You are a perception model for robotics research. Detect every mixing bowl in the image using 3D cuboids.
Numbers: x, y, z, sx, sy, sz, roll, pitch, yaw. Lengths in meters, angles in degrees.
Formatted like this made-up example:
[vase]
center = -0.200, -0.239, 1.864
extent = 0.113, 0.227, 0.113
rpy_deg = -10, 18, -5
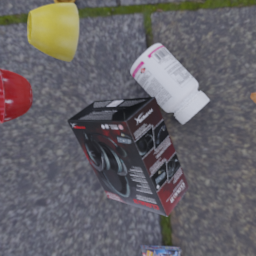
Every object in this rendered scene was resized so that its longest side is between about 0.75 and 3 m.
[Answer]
[mixing bowl]
center = -2.672, -0.757, 6.574
extent = 0.691, 1.276, 1.276
rpy_deg = -5, 82, -33

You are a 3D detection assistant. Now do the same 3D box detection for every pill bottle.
[pill bottle]
center = 1.468, -1.500, 9.846
extent = 1.505, 1.505, 2.655
rpy_deg = -41, 85, -5

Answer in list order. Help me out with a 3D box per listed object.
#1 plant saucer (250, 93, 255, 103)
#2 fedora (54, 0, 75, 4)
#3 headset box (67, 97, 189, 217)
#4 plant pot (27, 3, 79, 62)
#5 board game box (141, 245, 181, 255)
[plant saucer]
center = 3.332, -0.565, 6.308
extent = 1.113, 1.113, 0.180
rpy_deg = 16, 93, 2
[fedora]
center = -2.435, -4.970, 10.843
extent = 0.855, 0.349, 0.855
rpy_deg = 0, 84, 2
[headset box]
center = 0.062, 0.796, 7.161
extent = 1.149, 2.214, 2.975
rpy_deg = -40, 119, -35
[plant pot]
center = -2.217, -2.782, 8.017
extent = 1.172, 1.651, 1.651
rpy_deg = -2, 82, -28
[board game box]
center = 0.996, 4.647, 9.664
extent = 1.349, 0.416, 1.350
rpy_deg = 17, 84, 3
